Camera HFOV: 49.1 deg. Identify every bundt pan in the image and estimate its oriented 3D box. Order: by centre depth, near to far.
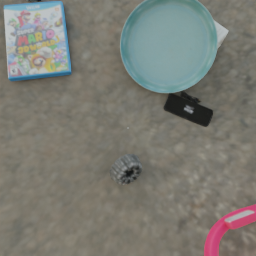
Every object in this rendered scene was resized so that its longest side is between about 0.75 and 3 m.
[{"bbox_3d":[-0.010,1.160,7.485,0.935,0.935,0.351,-36,48,-9],"label":"bundt pan"}]

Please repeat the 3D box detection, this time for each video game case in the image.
[{"bbox_3d":[-2.879,-2.799,8.862,1.866,0.232,2.607,-8,75,-7],"label":"video game case"}]

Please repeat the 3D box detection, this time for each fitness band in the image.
[{"bbox_3d":[3.217,2.994,6.948,2.762,0.517,1.984,-12,89,-12],"label":"fitness band"}]

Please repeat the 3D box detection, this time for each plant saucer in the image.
[{"bbox_3d":[1.159,-2.434,8.220,2.786,0.382,2.786,2,101,12],"label":"plant saucer"}]

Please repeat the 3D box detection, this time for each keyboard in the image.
[{"bbox_3d":[1.843,-0.622,8.401,1.425,0.282,0.742,24,99,5],"label":"keyboard"}]

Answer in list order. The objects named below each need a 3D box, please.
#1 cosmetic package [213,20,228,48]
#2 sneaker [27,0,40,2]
[{"bbox_3d":[2.370,-2.790,8.649,0.954,0.799,0.794,40,78,10],"label":"cosmetic package"},{"bbox_3d":[-2.991,-4.595,9.396,1.097,0.412,0.634,-32,82,2],"label":"sneaker"}]
